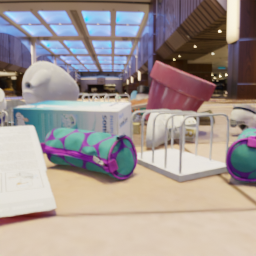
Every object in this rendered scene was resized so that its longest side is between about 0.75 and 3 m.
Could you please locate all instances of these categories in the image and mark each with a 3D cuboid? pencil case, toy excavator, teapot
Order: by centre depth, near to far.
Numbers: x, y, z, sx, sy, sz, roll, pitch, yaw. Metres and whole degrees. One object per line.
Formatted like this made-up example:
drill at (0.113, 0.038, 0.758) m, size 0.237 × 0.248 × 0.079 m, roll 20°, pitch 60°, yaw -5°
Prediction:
pencil case at (2.174, 0.403, 4.868) m, size 0.711 × 0.772 × 1.671 m, roll 28°, pitch 18°, yaw 21°
pencil case at (-0.725, 0.413, 5.035) m, size 1.762 × 0.750 × 0.814 m, roll 5°, pitch 12°, yaw 36°
teapot at (-2.945, -1.134, 10.022) m, size 2.175 × 1.609 × 2.203 m, roll 0°, pitch -37°, yaw 46°
toy excavator at (0.479, -1.059, 14.362) m, size 2.859 × 1.469 × 2.941 m, roll 7°, pitch -10°, yaw -9°

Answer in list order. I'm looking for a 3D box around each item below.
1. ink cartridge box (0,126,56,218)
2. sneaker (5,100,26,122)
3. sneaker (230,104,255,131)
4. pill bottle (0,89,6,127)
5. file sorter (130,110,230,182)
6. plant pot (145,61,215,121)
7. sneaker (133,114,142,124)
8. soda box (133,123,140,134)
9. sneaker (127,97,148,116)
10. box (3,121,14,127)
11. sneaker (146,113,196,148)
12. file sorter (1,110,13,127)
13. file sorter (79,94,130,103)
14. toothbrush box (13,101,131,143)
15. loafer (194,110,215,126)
ink cartridge box at (-2.347, 0.741, 4.051) m, size 2.178 × 0.764 × 2.679 m, roll -3°, pitch 27°, yaw -24°
sneaker at (-5.193, -0.662, 11.533) m, size 1.120 × 1.063 × 2.781 m, roll 3°, pitch 1°, yaw 44°
sneaker at (4.221, -0.106, 9.292) m, size 2.045 × 0.823 × 0.781 m, roll 18°, pitch -11°, yaw -17°
pill bottle at (-4.736, -0.661, 9.764) m, size 0.913 × 0.913 × 1.578 m, roll -4°, pitch -31°, yaw -28°
file sorter at (0.912, 0.213, 5.376) m, size 1.183 × 1.062 × 1.705 m, roll -4°, pitch 8°, yaw -29°
plant pot at (1.531, -0.953, 9.411) m, size 2.153 × 1.927 × 2.153 m, roll 21°, pitch 16°, yaw -6°
sneaker at (0.433, -0.345, 12.413) m, size 0.422 × 0.436 × 1.193 m, roll 23°, pitch 4°, yaw -10°
soda box at (-0.093, 0.015, 9.592) m, size 0.985 × 0.334 × 0.315 m, roll 1°, pitch 8°, yaw 9°
sneaker at (0.531, -0.816, 12.252) m, size 0.705 × 0.789 × 1.975 m, roll -49°, pitch 27°, yaw -26°
box at (-4.265, -0.126, 11.013) m, size 1.037 × 0.239 × 0.825 m, roll 6°, pitch 10°, yaw 39°
sneaker at (1.252, 0.028, 7.647) m, size 1.311 × 0.836 × 2.269 m, roll 10°, pitch 19°, yaw 14°
file sorter at (-3.619, -0.138, 8.954) m, size 1.314 × 0.818 × 0.912 m, roll -5°, pitch 9°, yaw -35°
file sorter at (-1.086, -0.732, 11.529) m, size 2.123 × 1.322 × 1.473 m, roll 4°, pitch 9°, yaw 23°
toothbrush box at (-1.282, -0.086, 7.153) m, size 2.519 × 1.074 × 1.844 m, roll 1°, pitch 11°, yaw 9°
loafer at (2.670, -0.475, 11.940) m, size 2.022 × 0.682 × 0.769 m, roll 0°, pitch 8°, yaw 2°
